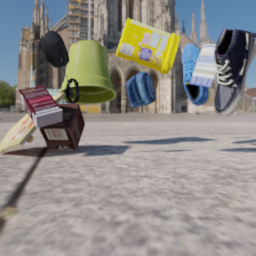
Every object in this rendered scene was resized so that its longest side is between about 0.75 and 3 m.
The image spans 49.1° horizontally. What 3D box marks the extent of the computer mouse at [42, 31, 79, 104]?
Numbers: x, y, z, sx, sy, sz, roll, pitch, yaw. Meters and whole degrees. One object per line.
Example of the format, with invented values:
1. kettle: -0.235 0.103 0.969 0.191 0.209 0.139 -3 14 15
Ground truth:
1. computer mouse: -1.951 -1.771 8.537 0.688 2.346 0.399 -36 37 -26

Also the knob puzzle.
1. knob puzzle: -3.737 -0.024 10.551 3.193 0.443 3.193 -33 26 18

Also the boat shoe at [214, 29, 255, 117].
1. boat shoe: 3.149 -1.801 9.018 1.307 2.820 1.053 7 12 -34

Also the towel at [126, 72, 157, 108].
1. towel: 0.550 -1.859 14.069 0.685 1.576 2.823 -18 5 -12

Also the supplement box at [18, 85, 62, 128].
1. supplement box: -2.881 -0.739 9.159 0.878 0.491 1.614 -18 48 -30

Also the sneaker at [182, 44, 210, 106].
1. sneaker: 2.895 -2.429 12.407 0.972 2.949 1.156 -15 -10 36

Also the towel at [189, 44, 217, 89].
1. towel: 3.060 -2.390 10.750 0.203 1.704 1.251 17 5 -32

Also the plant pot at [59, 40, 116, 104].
1. plant pot: -1.785 -2.496 12.450 2.471 2.271 2.471 -1 -12 0

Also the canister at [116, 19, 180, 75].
1. canister: 0.584 -2.456 8.454 1.661 1.234 0.719 18 -9 -7

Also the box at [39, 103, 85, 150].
1. box: -2.563 -0.051 11.153 1.230 1.217 1.483 1 45 11
